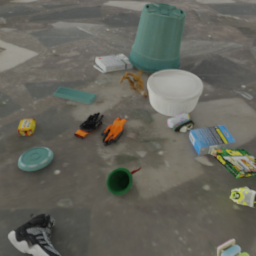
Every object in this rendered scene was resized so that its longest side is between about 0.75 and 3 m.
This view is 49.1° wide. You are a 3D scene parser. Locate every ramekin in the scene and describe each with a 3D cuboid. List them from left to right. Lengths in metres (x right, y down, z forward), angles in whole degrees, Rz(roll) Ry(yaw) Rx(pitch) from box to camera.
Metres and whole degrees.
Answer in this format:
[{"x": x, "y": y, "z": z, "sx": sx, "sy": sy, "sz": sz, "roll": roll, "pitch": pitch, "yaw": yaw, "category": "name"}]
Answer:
[{"x": 2.071, "y": -1.550, "z": 12.687, "sx": 2.479, "sy": 1.154, "sz": 2.479, "roll": 0, "pitch": 42, "yaw": 0, "category": "ramekin"}]

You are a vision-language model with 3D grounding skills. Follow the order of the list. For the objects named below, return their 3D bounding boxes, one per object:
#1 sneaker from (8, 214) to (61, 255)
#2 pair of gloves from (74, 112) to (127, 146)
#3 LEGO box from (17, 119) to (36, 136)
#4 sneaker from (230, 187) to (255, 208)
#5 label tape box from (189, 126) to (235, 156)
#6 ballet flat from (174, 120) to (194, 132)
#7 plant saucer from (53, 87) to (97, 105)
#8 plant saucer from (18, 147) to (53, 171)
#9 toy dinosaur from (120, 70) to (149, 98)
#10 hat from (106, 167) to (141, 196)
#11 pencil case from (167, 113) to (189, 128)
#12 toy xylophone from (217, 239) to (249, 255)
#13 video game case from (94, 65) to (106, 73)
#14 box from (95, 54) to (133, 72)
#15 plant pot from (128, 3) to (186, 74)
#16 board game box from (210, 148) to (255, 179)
[{"x": -2.271, "y": 3.068, "z": 7.751, "sx": 1.975, "sy": 0.745, "sz": 1.124, "roll": 19, "pitch": 47, "yaw": 23, "category": "sneaker"}, {"x": -1.101, "y": 0.027, "z": 11.616, "sx": 1.865, "sy": 0.231, "sz": 1.662, "roll": 14, "pitch": 45, "yaw": 20, "category": "pair of gloves"}, {"x": -4.206, "y": -0.034, "z": 11.622, "sx": 0.561, "sy": 0.291, "sz": 0.753, "roll": -2, "pitch": 41, "yaw": -2, "category": "LEGO box"}, {"x": 3.386, "y": 2.018, "z": 8.465, "sx": 0.599, "sy": 1.568, "sz": 0.591, "roll": 14, "pitch": 79, "yaw": 10, "category": "sneaker"}, {"x": 3.250, "y": 0.465, "z": 10.913, "sx": 1.442, "sy": 0.477, "sz": 1.033, "roll": -8, "pitch": 42, "yaw": -9, "category": "label tape box"}, {"x": 2.360, "y": -0.038, "z": 11.609, "sx": 1.014, "sy": 0.345, "sz": 0.347, "roll": -26, "pitch": 56, "yaw": -26, "category": "ballet flat"}, {"x": -2.573, "y": -1.597, "z": 13.487, "sx": 2.056, "sy": 0.195, "sz": 0.719, "roll": 14, "pitch": 43, "yaw": 16, "category": "plant saucer"}, {"x": -3.411, "y": 1.089, "z": 10.285, "sx": 1.293, "sy": 0.177, "sz": 1.293, "roll": -5, "pitch": 33, "yaw": 3, "category": "plant saucer"}, {"x": 0.443, "y": -2.386, "z": 14.114, "sx": 1.519, "sy": 0.864, "sz": 2.861, "roll": 18, "pitch": 42, "yaw": -19, "category": "toy dinosaur"}, {"x": -0.060, "y": 1.865, "z": 9.616, "sx": 1.096, "sy": 0.964, "sz": 0.908, "roll": -27, "pitch": 63, "yaw": 13, "category": "hat"}, {"x": 2.125, "y": -0.327, "z": 11.844, "sx": 0.967, "sy": 0.439, "sz": 0.402, "roll": -22, "pitch": 61, "yaw": -21, "category": "pencil case"}, {"x": 2.894, "y": 3.813, "z": 7.162, "sx": 1.241, "sy": 0.426, "sz": 1.696, "roll": -26, "pitch": 47, "yaw": -25, "category": "toy xylophone"}, {"x": -1.312, "y": -3.377, "z": 15.548, "sx": 0.838, "sy": 0.108, "sz": 0.922, "roll": -30, "pitch": 49, "yaw": -29, "category": "video game case"}, {"x": -0.760, "y": -3.599, "z": 15.472, "sx": 1.691, "sy": 0.348, "sz": 1.318, "roll": -14, "pitch": 41, "yaw": -27, "category": "box"}, {"x": 1.652, "y": -4.825, "z": 14.861, "sx": 2.937, "sy": 2.877, "sz": 2.937, "roll": 6, "pitch": 38, "yaw": -5, "category": "plant pot"}, {"x": 3.778, "y": 1.155, "z": 9.406, "sx": 2.271, "sy": 0.266, "sz": 1.190, "roll": 5, "pitch": 32, "yaw": -44, "category": "board game box"}]
